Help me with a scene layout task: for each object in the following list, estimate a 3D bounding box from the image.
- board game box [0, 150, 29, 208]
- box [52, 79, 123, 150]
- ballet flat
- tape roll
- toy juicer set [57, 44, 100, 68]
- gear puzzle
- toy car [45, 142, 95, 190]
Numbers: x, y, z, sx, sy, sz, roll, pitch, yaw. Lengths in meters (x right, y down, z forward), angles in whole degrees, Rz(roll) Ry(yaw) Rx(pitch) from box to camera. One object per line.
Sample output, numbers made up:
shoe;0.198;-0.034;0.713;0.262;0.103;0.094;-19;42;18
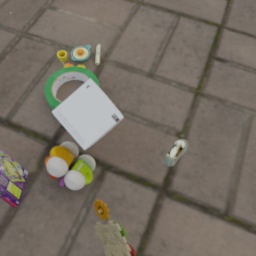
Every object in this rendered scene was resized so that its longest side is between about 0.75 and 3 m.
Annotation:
board game box;-4.276;1.724;9.906;0.386;2.393;1.436;-38;110;-1
box;-1.437;-0.489;10.453;1.874;1.225;1.864;-40;91;1
ballet flat;1.783;0.781;10.109;0.505;0.477;1.497;20;46;25
tape roll;-2.611;-1.740;13.218;2.519;0.605;2.519;0;62;1
toy juicer set;-2.315;-3.547;14.157;2.315;0.630;1.473;-18;64;-10
gear puzzle;-0.398;3.642;9.117;0.383;1.513;2.922;-24;88;-43
toy car;-2.358;1.648;10.955;1.948;1.461;1.705;39;29;-7
